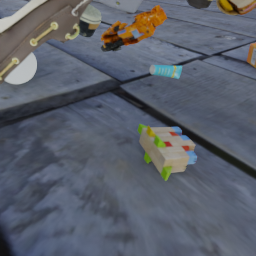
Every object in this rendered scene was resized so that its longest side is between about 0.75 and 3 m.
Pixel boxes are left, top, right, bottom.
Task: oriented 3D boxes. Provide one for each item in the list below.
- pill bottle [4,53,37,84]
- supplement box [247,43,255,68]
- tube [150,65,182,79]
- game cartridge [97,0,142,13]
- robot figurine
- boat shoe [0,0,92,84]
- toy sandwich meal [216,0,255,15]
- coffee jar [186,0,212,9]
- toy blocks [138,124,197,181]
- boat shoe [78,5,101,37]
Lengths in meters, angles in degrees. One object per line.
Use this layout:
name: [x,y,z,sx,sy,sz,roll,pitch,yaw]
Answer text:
pill bottle: [-4.239,-2.523,9.568,1.578,1.578,2.760,-22,39,-30]
supplement box: [5.219,-2.350,10.068,0.771,0.797,2.318,-7,36,-6]
tube: [0.902,-1.331,6.551,0.832,0.322,0.210,-2,34,-30]
game cartridge: [-0.538,-3.622,6.223,2.246,1.495,0.459,25,44,-17]
robot figurine: [0.035,-2.132,6.108,1.521,0.443,1.103,-3,40,41]
boat shoe: [-1.245,-1.632,4.326,2.611,0.777,0.938,-32,28,3]
toy sandwich meal: [3.299,-3.947,8.522,1.234,0.423,1.234,-4,71,13]
coffee jar: [2.112,-3.945,7.290,0.679,1.591,0.830,28,33,6]
toy blocks: [0.941,0.435,6.024,1.015,0.742,1.484,-2,33,-23]
boat shoe: [-2.123,-3.682,8.565,2.786,0.867,1.039,30,46,3]
